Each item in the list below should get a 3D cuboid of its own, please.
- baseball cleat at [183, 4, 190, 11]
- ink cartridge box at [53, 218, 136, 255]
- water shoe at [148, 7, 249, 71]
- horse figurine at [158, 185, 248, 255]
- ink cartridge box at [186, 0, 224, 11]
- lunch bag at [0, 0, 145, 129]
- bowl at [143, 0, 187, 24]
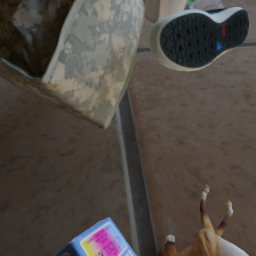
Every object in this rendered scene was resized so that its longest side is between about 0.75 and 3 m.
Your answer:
[{"bbox_3d":[1.548,-3.204,6.943,0.983,1.500,2.818,-4,70,7],"label":"baseball cleat"},{"bbox_3d":[-0.153,1.703,1.976,1.152,0.645,1.689,-42,77,16],"label":"ink cartridge box"},{"bbox_3d":[1.152,-1.631,5.112,2.648,0.947,1.045,-22,26,-37],"label":"water shoe"},{"bbox_3d":[1.856,2.070,4.668,2.442,0.610,1.619,24,59,16],"label":"horse figurine"},{"bbox_3d":[1.813,-2.782,6.503,0.599,0.346,0.820,-29,93,-1],"label":"ink cartridge box"},{"bbox_3d":[-0.788,-1.778,4.698,1.703,2.376,2.897,22,83,20],"label":"lunch bag"},{"bbox_3d":[0.427,-3.048,6.186,1.702,1.705,0.636,36,82,9],"label":"bowl"}]
